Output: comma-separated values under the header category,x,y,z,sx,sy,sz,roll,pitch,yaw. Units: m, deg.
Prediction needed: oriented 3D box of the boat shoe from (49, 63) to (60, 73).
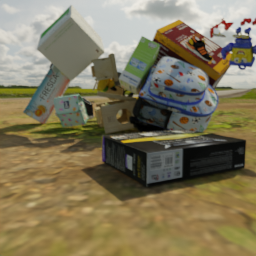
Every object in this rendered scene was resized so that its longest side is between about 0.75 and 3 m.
category,x,y,z,sx,sy,sz,roll,pitch,yaw
boat shoe,-2.643,-2.790,11.313,1.330,0.471,0.604,-46,35,-8

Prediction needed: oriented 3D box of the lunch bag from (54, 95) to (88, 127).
category,x,y,z,sx,sy,sz,roll,pitch,yaw
lunch bag,-2.187,-0.691,10.709,1.028,1.207,0.736,-6,35,12

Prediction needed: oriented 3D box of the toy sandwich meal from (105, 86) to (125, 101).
category,x,y,z,sx,sy,sz,roll,pitch,yaw
toy sandwich meal,-0.690,-1.890,14.231,1.157,1.157,0.396,2,1,14

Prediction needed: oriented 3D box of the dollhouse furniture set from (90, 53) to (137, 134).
category,x,y,z,sx,sy,sz,roll,pitch,yaw
dollhouse furniture set,-0.479,-1.418,10.776,1.642,2.612,2.954,-11,11,-11

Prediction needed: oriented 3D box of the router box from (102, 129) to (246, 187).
category,x,y,z,sx,sy,sz,roll,pitch,yaw
router box,0.828,0.463,5.468,2.227,0.582,1.751,-4,9,-28

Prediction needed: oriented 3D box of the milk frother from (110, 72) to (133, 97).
category,x,y,z,sx,sy,sz,roll,pitch,yaw
milk frother,-0.185,-1.592,10.607,0.857,0.774,0.806,31,9,15

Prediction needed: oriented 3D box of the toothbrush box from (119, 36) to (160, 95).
category,x,y,z,sx,sy,sz,roll,pitch,yaw
toothbrush box,0.374,-2.044,9.408,0.690,1.603,1.167,27,-2,4

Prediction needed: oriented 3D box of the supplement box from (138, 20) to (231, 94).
category,x,y,z,sx,sy,sz,roll,pitch,yaw
supplement box,2.054,-2.112,10.894,2.720,2.758,1.831,39,46,12

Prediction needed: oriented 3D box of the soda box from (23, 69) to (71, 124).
category,x,y,z,sx,sy,sz,roll,pitch,yaw
soda box,-3.319,-1.658,12.189,1.011,2.956,0.940,31,-3,-10

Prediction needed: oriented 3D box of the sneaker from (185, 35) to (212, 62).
category,x,y,z,sx,sy,sz,roll,pitch,yaw
sneaker,2.360,-2.528,8.933,1.077,0.485,0.377,25,32,-21

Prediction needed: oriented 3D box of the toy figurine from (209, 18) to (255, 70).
category,x,y,z,sx,sy,sz,roll,pitch,yaw
toy figurine,3.465,-2.256,7.922,2.200,1.318,1.161,13,47,30

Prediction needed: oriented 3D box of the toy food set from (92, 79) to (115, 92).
category,x,y,z,sx,sy,sz,roll,pitch,yaw
toy food set,-0.811,-1.692,10.543,0.451,0.812,1.381,22,-5,-25

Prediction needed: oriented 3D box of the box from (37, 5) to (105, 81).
category,x,y,z,sx,sy,sz,roll,pitch,yaw
box,-2.028,-3.010,10.011,1.691,1.699,1.456,-36,37,17

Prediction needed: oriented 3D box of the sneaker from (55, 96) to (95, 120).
category,x,y,z,sx,sy,sz,roll,pitch,yaw
sneaker,-2.401,-0.920,12.803,1.802,1.026,0.680,0,31,-25

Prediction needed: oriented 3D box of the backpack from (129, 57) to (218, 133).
category,x,y,z,sx,sy,sz,roll,pitch,yaw
backpack,1.567,-0.942,8.727,2.369,1.916,2.487,23,49,1

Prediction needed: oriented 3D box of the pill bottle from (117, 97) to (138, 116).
category,x,y,z,sx,sy,sz,roll,pitch,yaw
pill bottle,0.071,-1.093,14.896,1.973,1.096,1.096,0,8,-1
